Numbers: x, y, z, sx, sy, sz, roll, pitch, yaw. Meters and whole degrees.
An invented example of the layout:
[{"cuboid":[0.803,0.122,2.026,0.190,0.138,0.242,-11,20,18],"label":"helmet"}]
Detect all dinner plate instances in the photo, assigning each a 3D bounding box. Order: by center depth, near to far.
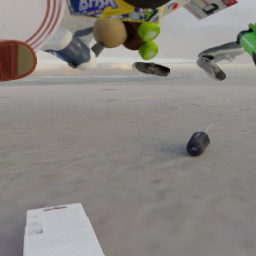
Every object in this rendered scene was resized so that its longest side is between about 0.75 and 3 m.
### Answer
[{"cuboid":[-2.793,-2.657,5.903,2.928,2.928,0.355,-1,-10,-5],"label":"dinner plate"}]

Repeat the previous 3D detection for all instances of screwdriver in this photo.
[{"cuboid":[1.622,0.152,6.110,0.390,0.374,2.684,-30,-2,21],"label":"screwdriver"}]

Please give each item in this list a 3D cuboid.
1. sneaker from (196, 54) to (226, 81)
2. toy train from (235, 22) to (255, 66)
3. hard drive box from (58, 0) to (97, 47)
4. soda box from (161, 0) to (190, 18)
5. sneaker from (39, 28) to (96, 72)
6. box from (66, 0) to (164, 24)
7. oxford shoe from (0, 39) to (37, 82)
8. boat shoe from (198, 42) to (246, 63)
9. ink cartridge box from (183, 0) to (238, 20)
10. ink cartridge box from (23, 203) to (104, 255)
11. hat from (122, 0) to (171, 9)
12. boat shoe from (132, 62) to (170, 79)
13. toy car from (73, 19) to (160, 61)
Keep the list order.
[{"cuboid":[2.617,-1.911,8.663,1.071,0.402,0.619,37,-15,9],"label":"sneaker"},{"cuboid":[1.917,-1.028,3.710,0.564,0.417,2.001,-23,27,18],"label":"toy train"},{"cuboid":[-1.923,-4.260,10.381,1.800,0.887,2.310,10,-31,-29],"label":"hard drive box"},{"cuboid":[1.189,-4.146,9.372,1.641,0.559,0.523,-22,-16,23],"label":"soda box"},{"cuboid":[-1.801,-2.240,8.321,2.105,0.848,1.541,27,-9,47],"label":"sneaker"},{"cuboid":[-0.326,-3.233,6.939,2.365,0.829,0.760,9,56,12],"label":"box"},{"cuboid":[-2.560,-0.993,4.351,2.173,0.765,0.812,-6,22,-18],"label":"oxford shoe"},{"cuboid":[3.407,-2.618,10.085,1.896,0.608,0.699,-2,35,49],"label":"boat shoe"},{"cuboid":[2.754,-4.541,9.579,1.217,0.691,1.669,24,-15,-31],"label":"ink cartridge box"},{"cuboid":[-0.534,0.910,2.189,0.519,0.240,0.953,-3,10,-18],"label":"ink cartridge box"},{"cuboid":[-0.191,-2.414,3.676,0.804,1.994,1.994,-41,32,-27],"label":"hat"},{"cuboid":[0.880,-2.165,10.218,1.518,0.531,0.503,11,-23,-27],"label":"boat shoe"},{"cuboid":[-0.466,-3.018,9.078,2.355,1.935,1.858,-27,-22,-9],"label":"toy car"}]
